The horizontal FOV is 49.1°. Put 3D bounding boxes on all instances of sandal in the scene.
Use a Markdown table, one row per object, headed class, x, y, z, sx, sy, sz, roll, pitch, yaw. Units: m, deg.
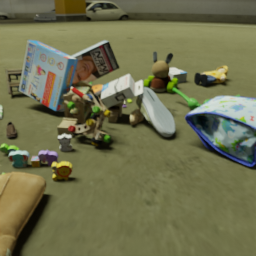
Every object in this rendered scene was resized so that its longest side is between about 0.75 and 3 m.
| class | x | y | z | sx | sy | sz | roll | pitch | yaw |
| --- | --- | --- | --- | --- | --- | --- | --- | --- | --- |
| sandal | -2.126 | -1.473 | 11.767 | 2.292 | 0.657 | 0.878 | -29 | 37 | -17 |

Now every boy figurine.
| class | x | y | z | sx | sy | sz | roll | pitch | yaw |
| --- | --- | --- | --- | --- | --- | --- | --- | --- | --- |
| boy figurine | 4.588 | -2.739 | 14.836 | 2.280 | 0.735 | 1.418 | -20 | 30 | -31 |

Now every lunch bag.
| class | x | y | z | sx | sy | sz | roll | pitch | yaw |
| --- | --- | --- | --- | --- | --- | --- | --- | --- | --- |
| lunch bag | 3.245 | -0.151 | 8.609 | 2.386 | 1.521 | 2.029 | 31 | 39 | 31 |

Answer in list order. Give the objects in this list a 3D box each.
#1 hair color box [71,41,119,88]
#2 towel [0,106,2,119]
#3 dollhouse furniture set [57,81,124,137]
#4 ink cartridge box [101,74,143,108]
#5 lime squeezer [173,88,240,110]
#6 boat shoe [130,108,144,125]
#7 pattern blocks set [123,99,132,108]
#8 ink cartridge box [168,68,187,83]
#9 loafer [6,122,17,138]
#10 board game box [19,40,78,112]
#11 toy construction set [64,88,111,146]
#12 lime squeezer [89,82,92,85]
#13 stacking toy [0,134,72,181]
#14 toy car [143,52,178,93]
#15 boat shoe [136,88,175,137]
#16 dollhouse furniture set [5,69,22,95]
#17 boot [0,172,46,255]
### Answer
| class | x | y | z | sx | sy | sz | roll | pitch | yaw |
| --- | --- | --- | --- | --- | --- | --- | --- | --- | --- |
| hair color box | -1.849 | -2.717 | 12.409 | 2.611 | 1.293 | 0.792 | -28 | 25 | -8 |
| towel | -5.474 | -0.561 | 11.013 | 0.992 | 0.152 | 1.300 | -10 | 27 | -21 |
| dollhouse furniture set | -1.245 | -0.717 | 10.010 | 1.992 | 1.252 | 2.252 | 3 | 27 | 5 |
| ink cartridge box | -0.228 | -1.408 | 10.235 | 1.477 | 0.492 | 0.855 | -21 | 39 | 20 |
| lime squeezer | 3.092 | -1.086 | 11.516 | 2.739 | 0.517 | 0.967 | 9 | 39 | 21 |
| boat shoe | 0.388 | -0.448 | 10.422 | 0.420 | 0.448 | 1.215 | 2 | 25 | 18 |
| pattern blocks set | -0.441 | -1.150 | 12.248 | 1.197 | 0.110 | 1.362 | -7 | 27 | -15 |
| ink cartridge box | 2.479 | -2.871 | 15.301 | 0.893 | 0.520 | 1.235 | -12 | 28 | -23 |
| loafer | -4.014 | 0.058 | 9.520 | 0.335 | 0.326 | 0.919 | -13 | 29 | -25 |
| board game box | -3.181 | -2.041 | 10.977 | 2.086 | 2.130 | 0.595 | 28 | 23 | 20 |
| toy construction set | -1.033 | -0.301 | 8.641 | 1.399 | 1.820 | 1.518 | 32 | 70 | 30 |
| lime squeezer | -2.002 | -1.927 | 13.271 | 0.664 | 0.355 | 1.881 | 26 | 60 | 23 |
| stacking toy | -2.626 | 0.828 | 7.736 | 2.231 | 0.524 | 1.682 | -4 | 26 | -6 |
| toy car | 1.617 | -2.763 | 13.582 | 1.503 | 1.830 | 1.444 | 9 | 28 | 18 |
| boat shoe | 0.940 | -0.480 | 9.897 | 0.798 | 0.688 | 2.217 | -4 | 50 | -28 |
| dollhouse furniture set | -5.065 | -2.170 | 13.516 | 1.174 | 1.167 | 1.666 | -6 | 3 | -11 |
| boot | -2.968 | 1.796 | 5.509 | 2.140 | 0.808 | 2.444 | 11 | 26 | -7 |
